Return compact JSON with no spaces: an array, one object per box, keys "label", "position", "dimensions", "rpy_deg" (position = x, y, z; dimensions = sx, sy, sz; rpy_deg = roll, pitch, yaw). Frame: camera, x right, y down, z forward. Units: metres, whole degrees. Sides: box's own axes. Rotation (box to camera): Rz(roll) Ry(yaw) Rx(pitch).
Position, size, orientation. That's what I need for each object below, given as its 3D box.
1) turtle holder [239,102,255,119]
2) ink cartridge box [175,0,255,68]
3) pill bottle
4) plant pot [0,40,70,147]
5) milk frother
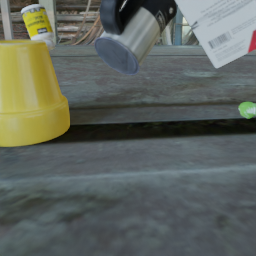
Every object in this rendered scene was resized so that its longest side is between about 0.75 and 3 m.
[{"label":"turtle holder","position":[4.231,-0.442,7.600],"dimensions":[1.996,1.516,1.417],"rpy_deg":[-32,9,1]},{"label":"ink cartridge box","position":[2.373,-2.968,6.777],"dimensions":[1.787,2.476,1.037],"rpy_deg":[-25,41,27]},{"label":"pill bottle","position":[-2.599,-2.907,8.254],"dimensions":[0.683,1.228,0.683],"rpy_deg":[-17,12,4]},{"label":"plant pot","position":[-2.977,-1.089,7.623],"dimensions":[2.590,2.437,2.590],"rpy_deg":[1,21,0]},{"label":"milk frother","position":[-0.338,-3.602,9.299],"dimensions":[2.809,2.535,2.642],"rpy_deg":[14,65,46]}]
